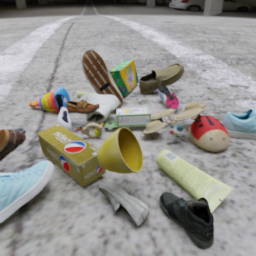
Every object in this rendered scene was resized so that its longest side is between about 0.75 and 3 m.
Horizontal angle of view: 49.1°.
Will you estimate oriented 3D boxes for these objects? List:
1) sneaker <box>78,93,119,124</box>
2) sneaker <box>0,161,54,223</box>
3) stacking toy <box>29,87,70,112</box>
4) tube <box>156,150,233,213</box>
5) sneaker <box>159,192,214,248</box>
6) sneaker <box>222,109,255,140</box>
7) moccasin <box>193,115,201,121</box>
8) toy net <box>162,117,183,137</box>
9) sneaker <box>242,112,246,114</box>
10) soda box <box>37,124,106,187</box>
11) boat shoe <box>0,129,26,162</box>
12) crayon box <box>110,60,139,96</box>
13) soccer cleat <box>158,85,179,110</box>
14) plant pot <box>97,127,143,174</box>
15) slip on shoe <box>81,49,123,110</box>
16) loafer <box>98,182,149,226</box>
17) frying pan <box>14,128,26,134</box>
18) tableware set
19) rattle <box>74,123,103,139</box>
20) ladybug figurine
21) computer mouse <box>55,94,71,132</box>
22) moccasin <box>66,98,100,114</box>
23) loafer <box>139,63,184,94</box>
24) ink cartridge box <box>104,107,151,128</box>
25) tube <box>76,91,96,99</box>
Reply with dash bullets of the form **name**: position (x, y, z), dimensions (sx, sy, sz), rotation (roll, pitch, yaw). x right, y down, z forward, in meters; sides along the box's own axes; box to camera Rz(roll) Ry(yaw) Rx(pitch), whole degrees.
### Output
- **sneaker**: position (-1.591, -0.798, 11.944), dimensions (2.259, 0.832, 1.305), rotation (1, 42, 40)
- **sneaker**: position (-2.948, 1.438, 7.143), dimensions (0.904, 1.002, 2.446), rotation (-6, 28, 38)
- **stacking toy**: position (-3.674, -1.145, 12.720), dimensions (1.879, 1.091, 1.031), rotation (-7, 25, 18)
- **tube**: position (1.757, 1.437, 8.071), dimensions (0.609, 0.681, 2.347), rotation (0, 23, -39)
- **sneaker**: position (1.405, 1.901, 6.751), dimensions (0.677, 1.014, 1.770), rotation (-11, 28, -24)
- **sneaker**: position (4.878, -0.162, 10.543), dimensions (2.550, 1.045, 0.942), rotation (1, 29, 3)
- **moccasin**: position (2.443, -0.437, 10.391), dimensions (0.335, 0.318, 0.868), rotation (26, 11, -2)
- **toy net**: position (1.677, -0.077, 10.824), dimensions (0.921, 0.483, 0.178), rotation (40, 33, 27)
- **sneaker**: position (5.261, -0.373, 11.475), dimensions (1.404, 0.537, 0.804), rotation (2, 34, 15)
- **soda box**: position (-1.851, 0.766, 8.840), dimensions (0.866, 0.819, 2.557), rotation (-29, 37, -33)
- **boat shoe**: position (-3.754, 0.658, 8.171), dimensions (1.960, 0.690, 0.689), rotation (-28, -21, 30)
- **crayon box**: position (-0.188, -2.654, 14.785), dimensions (0.658, 1.342, 2.260), rotation (-3, 25, 23)
- **soccer cleat**: position (1.932, -1.307, 13.160), dimensions (0.609, 0.753, 1.744), rotation (-20, 48, -5)
- **plant pot**: position (-0.276, 0.696, 7.284), dimensions (0.858, 1.209, 1.209), rotation (-23, 19, 25)
- **slip on shoe**: position (-1.159, -2.098, 12.473), dimensions (1.088, 2.861, 0.867), rotation (-35, 15, -4)
- **loafer**: position (-0.198, 1.906, 7.146), dimensions (1.578, 0.552, 0.551), rotation (25, 56, 32)
- **frying pan**: position (-4.296, 0.239, 10.777), dimensions (0.573, 0.154, 0.948), rotation (-1, 25, -1)
- **tableware set**: position (1.774, -0.424, 10.790), dimensions (2.766, 0.321, 2.311), rotation (-15, 13, 31)
- **rattle**: position (-1.488, -0.046, 10.585), dimensions (1.040, 0.677, 0.743), rotation (4, 51, -2)
- **ladybug figurine**: position (2.980, 0.111, 10.351), dimensions (1.390, 0.737, 2.048), rotation (-4, 28, -6)
- **computer mouse**: position (-2.581, -0.409, 10.929), dimensions (0.452, 1.131, 2.063), rotation (-5, 34, -19)
- **moccasin**: position (-1.810, -0.891, 11.072), dimensions (1.557, 0.601, 0.569), rotation (5, 23, 34)
- **loafer**: position (1.669, -2.602, 14.329), dimensions (2.552, 0.860, 0.970), rotation (-29, 48, 5)
- **ink cartridge box**: position (-0.032, -0.422, 11.327), dimensions (1.835, 0.544, 0.953), rotation (-3, 18, -1)
- **tube**: position (-1.775, -1.523, 13.478), dimensions (1.370, 0.356, 0.398), rotation (4, 8, -14)
